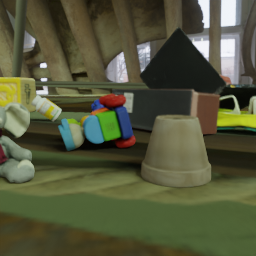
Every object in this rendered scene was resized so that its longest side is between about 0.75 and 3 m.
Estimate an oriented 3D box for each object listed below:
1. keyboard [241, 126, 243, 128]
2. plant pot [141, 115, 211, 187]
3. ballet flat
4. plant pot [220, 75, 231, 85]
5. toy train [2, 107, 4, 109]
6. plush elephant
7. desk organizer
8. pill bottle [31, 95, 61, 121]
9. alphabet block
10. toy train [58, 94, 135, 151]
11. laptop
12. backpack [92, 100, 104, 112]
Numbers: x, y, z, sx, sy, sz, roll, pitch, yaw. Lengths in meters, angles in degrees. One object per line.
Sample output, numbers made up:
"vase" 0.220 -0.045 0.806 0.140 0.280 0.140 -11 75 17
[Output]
"keyboard" 3.703 -0.115 8.412 0.747 0.121 1.176 1 8 40
"plant pot" 0.626 0.249 3.619 0.901 0.782 0.901 1 9 0
"ballet flat" 2.878 -0.340 7.097 2.775 0.930 0.927 4 9 26
"plant pot" 3.547 -1.773 13.390 2.199 2.261 2.261 8 8 -1
"toy train" -4.819 -0.539 10.129 1.311 0.555 0.759 -2 -5 -11
"plush elephant" -1.849 0.102 3.635 1.119 1.052 1.359 -3 9 -21
"desk organizer" 0.865 -0.480 7.589 1.137 1.059 2.954 -1 7 -40
"pill bottle" -2.771 -0.682 9.462 0.931 0.525 0.525 36 -2 -17
"alphabet block" -5.189 -1.461 12.558 1.563 1.571 1.600 -1 8 6
"toy train" -0.795 -0.111 6.014 1.338 0.978 2.312 -16 12 -12
"laptop" 2.248 -1.376 8.379 2.878 1.668 2.694 -2 -16 -20
"backpack" -0.821 -0.645 9.578 0.853 0.826 1.016 -7 11 -27
